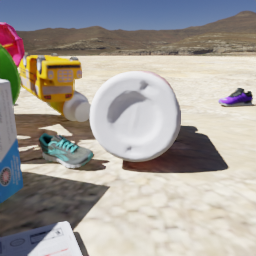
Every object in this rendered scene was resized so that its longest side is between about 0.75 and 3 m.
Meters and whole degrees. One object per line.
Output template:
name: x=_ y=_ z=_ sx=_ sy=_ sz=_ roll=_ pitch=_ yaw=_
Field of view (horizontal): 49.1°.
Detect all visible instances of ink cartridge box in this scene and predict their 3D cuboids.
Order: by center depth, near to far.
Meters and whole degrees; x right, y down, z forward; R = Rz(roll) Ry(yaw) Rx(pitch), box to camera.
ink cartridge box: x=-2.589 y=0.367 z=3.075 sx=1.591 sy=1.619 sz=2.199 roll=6 pitch=19 yaw=18

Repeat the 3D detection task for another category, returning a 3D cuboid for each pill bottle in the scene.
pill bottle: x=0.251 y=-0.400 z=5.668 sx=1.493 sy=1.493 sz=2.615 roll=2 pitch=12 yaw=7
pill bottle: x=-1.647 y=-0.703 z=7.789 sx=0.792 sy=0.792 sz=1.449 roll=-16 pitch=35 yaw=-41

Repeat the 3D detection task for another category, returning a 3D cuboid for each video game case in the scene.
video game case: x=-0.886 y=1.420 z=2.160 sx=1.268 sy=0.160 sz=1.771 roll=-7 pitch=18 yaw=-24

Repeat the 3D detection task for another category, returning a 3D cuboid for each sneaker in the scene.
sneaker: x=-1.134 y=0.359 z=4.867 sx=1.121 sy=0.511 sz=0.435 roll=5 pitch=41 yaw=27
sneaker: x=3.644 y=-1.066 z=9.489 sx=1.242 sy=0.618 sz=0.432 roll=-3 pitch=18 yaw=-12

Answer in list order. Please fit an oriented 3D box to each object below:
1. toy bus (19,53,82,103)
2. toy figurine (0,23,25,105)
toy bus: x=-1.871 y=-1.207 z=6.454 sx=0.806 sy=0.970 sz=2.477 roll=-7 pitch=19 yaw=-31
toy figurine: x=-2.823 y=-1.378 z=5.231 sx=2.075 sy=1.558 sz=1.910 roll=11 pitch=32 yaw=-9
